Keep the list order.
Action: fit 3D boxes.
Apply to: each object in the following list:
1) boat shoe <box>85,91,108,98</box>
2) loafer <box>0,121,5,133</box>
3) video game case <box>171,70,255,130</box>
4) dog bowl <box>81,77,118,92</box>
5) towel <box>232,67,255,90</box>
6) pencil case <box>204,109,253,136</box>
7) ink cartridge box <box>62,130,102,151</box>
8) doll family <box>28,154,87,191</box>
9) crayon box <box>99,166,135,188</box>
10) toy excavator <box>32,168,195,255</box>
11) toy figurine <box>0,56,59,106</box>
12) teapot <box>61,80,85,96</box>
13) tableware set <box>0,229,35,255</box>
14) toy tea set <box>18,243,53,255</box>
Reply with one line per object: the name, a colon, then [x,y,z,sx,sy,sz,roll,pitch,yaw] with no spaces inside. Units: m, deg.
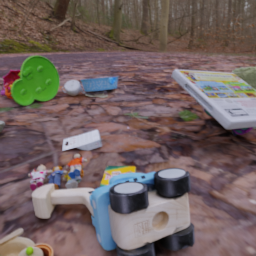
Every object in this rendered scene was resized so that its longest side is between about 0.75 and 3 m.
boat shoe: [-1.647,-1.812,14.534,1.263,0.409,0.454,8,20,21]
loafer: [-4.257,-0.077,8.940,0.451,0.452,1.292,26,-12,-13]
video game case: [2.912,-0.881,7.962,2.672,0.306,2.432,-5,42,-32]
dog bowl: [-1.507,-2.397,15.336,1.507,0.670,2.704,-1,10,20]
towel: [5.128,-1.428,10.914,2.836,2.104,0.517,-9,27,-17]
pencil case: [3.515,-0.475,9.886,0.894,0.971,2.101,-32,25,1]
ink cartridge box: [-1.367,0.448,8.363,1.109,0.316,0.901,-21,21,-3]
doll family: [-1.466,1.059,6.170,1.362,0.614,0.846,-17,26,4]
crayon box: [-0.202,1.197,5.891,0.674,0.331,1.136,1,19,4]
toy excavator: [-0.341,1.312,4.771,2.243,1.152,2.306,-12,9,-24]
toy figurine: [-5.366,-2.081,13.998,2.684,2.189,2.916,-3,39,37]
teapot: [-2.929,-2.031,14.845,0.914,0.677,0.927,-35,61,-22]
tableware set: [-1.691,2.099,3.395,2.195,0.255,1.834,18,26,41]
toy tea set: [-0.659,1.837,3.360,1.656,0.613,0.985,10,26,12]
